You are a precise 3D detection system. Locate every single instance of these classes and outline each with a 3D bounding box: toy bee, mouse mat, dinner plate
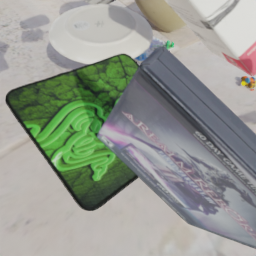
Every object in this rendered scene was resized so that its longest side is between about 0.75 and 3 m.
[{"bbox_3d":[3.721,-1.354,8.565,0.493,0.409,0.753,-3,17,9],"label":"toy bee"},{"bbox_3d":[-0.202,-0.142,3.359,1.944,0.073,1.564,-31,77,-37],"label":"mouse mat"},{"bbox_3d":[-0.691,-2.578,7.200,2.675,0.324,2.675,1,51,-1],"label":"dinner plate"}]

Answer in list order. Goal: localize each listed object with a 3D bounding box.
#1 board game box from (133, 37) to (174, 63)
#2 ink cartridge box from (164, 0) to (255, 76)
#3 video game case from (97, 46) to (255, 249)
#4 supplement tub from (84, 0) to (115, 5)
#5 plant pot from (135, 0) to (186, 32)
[{"bbox_3d":[0.524,-3.205,10.676,1.829,0.237,1.828,-30,49,-29],"label":"board game box"},{"bbox_3d":[1.583,-2.473,5.354,2.670,1.132,1.945,33,18,-28],"label":"ink cartridge box"},{"bbox_3d":[0.390,0.336,2.075,1.367,1.914,0.182,44,75,-1],"label":"video game case"},{"bbox_3d":[-0.362,-4.711,7.911,1.780,1.780,2.905,-26,19,-26],"label":"supplement tub"},{"bbox_3d":[1.774,-4.950,11.236,2.592,1.740,2.592,-23,28,13],"label":"plant pot"}]
